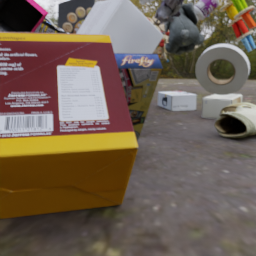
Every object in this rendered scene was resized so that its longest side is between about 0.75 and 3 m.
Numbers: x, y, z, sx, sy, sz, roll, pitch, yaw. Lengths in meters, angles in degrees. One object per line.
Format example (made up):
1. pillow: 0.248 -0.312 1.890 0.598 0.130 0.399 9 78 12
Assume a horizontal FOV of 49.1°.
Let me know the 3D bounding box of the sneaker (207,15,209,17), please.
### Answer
1. sneaker: 3.532 -5.214 12.378 0.334 0.463 0.882 -43 6 -32

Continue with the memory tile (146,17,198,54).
1. memory tile: 1.851 -4.333 12.757 1.987 0.218 2.593 -13 57 -26

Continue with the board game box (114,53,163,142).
1. board game box: -0.464 -0.451 6.223 1.807 2.668 0.462 -3 53 -15

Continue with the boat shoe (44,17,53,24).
1. boat shoe: -3.846 -4.232 10.943 2.035 0.614 0.769 29 -38 -14

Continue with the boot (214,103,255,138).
1. boot: 3.377 -0.254 8.848 1.835 0.855 2.373 -8 15 -26

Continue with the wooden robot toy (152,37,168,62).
1. wooden robot toy: 1.143 -3.043 10.842 0.682 0.663 1.504 -12 50 18

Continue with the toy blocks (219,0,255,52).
1. toy blocks: 3.332 -2.999 8.075 0.566 1.559 1.300 -29 1 6

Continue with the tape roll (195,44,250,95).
1. tape roll: 2.567 -1.569 7.680 1.426 1.426 0.261 7 34 28

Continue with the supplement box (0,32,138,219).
1. supplement box: -1.258 -0.116 4.070 2.221 1.495 2.252 -3 51 -13

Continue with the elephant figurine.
1. elephant figurine: 1.641 -3.537 9.310 1.371 1.938 1.503 -6 -11 -32

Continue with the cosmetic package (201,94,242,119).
1. cosmetic package: 4.055 -0.953 11.989 1.222 0.825 2.322 8 14 31

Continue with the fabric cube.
1. fabric cube: -3.071 -3.135 7.831 1.128 1.150 1.146 37 14 -23

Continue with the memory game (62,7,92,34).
1. memory game: -1.370 -3.119 9.210 1.598 1.598 0.102 -5 21 -22

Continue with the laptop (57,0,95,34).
1. laptop: -1.759 -3.887 10.673 1.626 1.737 1.007 -6 45 23

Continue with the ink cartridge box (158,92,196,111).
1. ink cartridge box: 2.439 -1.378 14.109 1.338 0.760 1.835 -3 13 -14

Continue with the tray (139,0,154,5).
1. tray: 0.764 -4.990 10.632 0.884 0.474 0.098 -7 49 37

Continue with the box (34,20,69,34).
1. box: -3.295 -2.885 10.408 1.700 2.129 0.525 28 13 -2

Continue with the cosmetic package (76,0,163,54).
1. cosmetic package: -0.423 -2.615 8.441 1.684 1.674 2.013 33 -1 -34

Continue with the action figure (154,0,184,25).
1. action figure: 1.241 -3.043 6.360 0.677 1.952 1.270 39 -18 -17

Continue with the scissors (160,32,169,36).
1. scissors: 1.424 -3.688 10.855 2.441 0.170 0.893 8 10 0

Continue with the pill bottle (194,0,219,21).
1. pill bottle: 2.858 -4.535 10.690 1.115 0.626 0.626 -42 7 11
